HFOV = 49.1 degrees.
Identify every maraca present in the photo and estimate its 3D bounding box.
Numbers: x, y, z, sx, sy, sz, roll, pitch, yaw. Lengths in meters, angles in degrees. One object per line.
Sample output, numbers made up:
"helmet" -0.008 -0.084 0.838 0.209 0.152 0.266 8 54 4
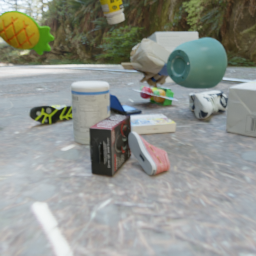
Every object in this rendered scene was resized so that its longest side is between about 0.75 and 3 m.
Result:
"maraca" -3.309 -3.036 9.015 1.764 1.209 0.944 19 35 -17

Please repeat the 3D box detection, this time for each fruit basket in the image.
"fruit basket" 1.310 -1.899 15.131 2.183 1.023 2.022 14 7 -30

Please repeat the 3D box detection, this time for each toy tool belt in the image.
"toy tool belt" 0.896 -1.909 8.997 2.038 1.272 1.252 19 -33 -34

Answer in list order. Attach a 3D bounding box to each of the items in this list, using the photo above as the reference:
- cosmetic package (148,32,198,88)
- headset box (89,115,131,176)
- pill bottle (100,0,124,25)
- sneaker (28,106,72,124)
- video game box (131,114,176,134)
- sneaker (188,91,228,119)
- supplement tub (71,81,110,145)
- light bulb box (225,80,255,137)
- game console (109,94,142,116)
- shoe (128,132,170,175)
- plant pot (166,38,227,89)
"cosmetic package" 1.893 -2.845 11.812 2.026 2.033 1.249 -8 2 -21
"headset box" -0.450 0.426 7.285 0.616 1.220 1.641 4 16 18
"pill bottle" -0.405 -3.015 6.770 0.506 0.886 0.506 -13 32 8
"sneaker" -3.251 -0.564 11.769 0.799 0.789 2.092 5 5 41
"video game box" 0.784 -0.163 10.821 1.668 0.390 1.520 -4 14 -13
"sneaker" 3.891 -1.140 12.820 1.814 1.113 2.788 -8 6 3
"supplement tub" -1.239 -0.541 9.360 1.269 1.924 1.269 0 17 0
"light bulb box" 5.470 -0.723 10.323 2.727 1.717 2.751 14 21 40
"game console" -0.374 -1.237 13.388 1.476 1.023 1.729 -11 20 -31
"shoe" 0.538 0.630 7.318 0.619 0.486 1.361 -5 46 -32
"plant pot" 1.760 -1.729 7.700 1.146 1.428 1.428 -12 20 -33
